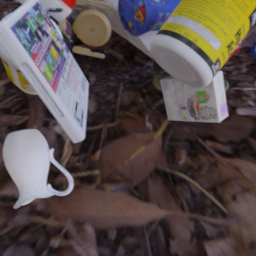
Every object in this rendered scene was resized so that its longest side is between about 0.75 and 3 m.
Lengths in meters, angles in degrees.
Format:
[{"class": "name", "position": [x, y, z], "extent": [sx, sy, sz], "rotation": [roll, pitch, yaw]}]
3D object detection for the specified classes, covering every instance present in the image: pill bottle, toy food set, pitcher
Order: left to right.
[{"class": "pill bottle", "position": [-2.216, -1.568, 6.492], "extent": [1.289, 2.256, 1.289], "rotation": [3, 81, -16]}, {"class": "pitcher", "position": [-1.674, 0.696, 5.211], "extent": [1.146, 0.810, 1.336], "rotation": [-12, 84, -4]}, {"class": "toy food set", "position": [-0.768, -2.137, 5.969], "extent": [0.843, 1.221, 0.245], "rotation": [14, 40, 0]}, {"class": "pill bottle", "position": [1.710, -2.204, 5.580], "extent": [1.437, 1.437, 2.582], "rotation": [35, 87, 27]}]

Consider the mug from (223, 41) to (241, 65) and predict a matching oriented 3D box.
[{"class": "mug", "position": [3.056, -2.694, 9.585], "extent": [1.361, 1.208, 0.908], "rotation": [-10, 13, -14]}]

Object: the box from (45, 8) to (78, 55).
[{"class": "box", "position": [-2.469, -3.181, 9.165], "extent": [1.217, 1.056, 1.991], "rotation": [-13, 54, 26]}]

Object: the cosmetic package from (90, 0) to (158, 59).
[{"class": "cosmetic package", "position": [0.065, -4.050, 9.124], "extent": [1.639, 2.658, 2.666], "rotation": [-47, 58, 6]}]

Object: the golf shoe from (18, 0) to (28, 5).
[{"class": "golf shoe", "position": [-3.467, -4.170, 8.366], "extent": [0.783, 0.644, 1.658], "rotation": [-38, 94, -36]}]

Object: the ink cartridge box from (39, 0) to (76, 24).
[{"class": "ink cartridge box", "position": [-1.471, -2.608, 5.637], "extent": [0.784, 0.681, 0.171], "rotation": [36, 46, -27]}]

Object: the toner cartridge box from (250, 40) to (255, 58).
[{"class": "toner cartridge box", "position": [5.609, -2.331, 9.272], "extent": [1.271, 0.577, 2.675], "rotation": [-34, 56, -25]}]

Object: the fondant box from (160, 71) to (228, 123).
[{"class": "fondant box", "position": [1.632, -0.764, 7.077], "extent": [0.459, 1.137, 1.576], "rotation": [-27, 21, -37]}]

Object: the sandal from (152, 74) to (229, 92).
[{"class": "sandal", "position": [1.902, -1.384, 8.313], "extent": [2.309, 0.623, 0.927], "rotation": [6, 43, -3]}]

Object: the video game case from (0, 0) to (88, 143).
[{"class": "video game case", "position": [-1.147, -0.965, 4.297], "extent": [0.223, 1.771, 1.943], "rotation": [-23, 32, 10]}]

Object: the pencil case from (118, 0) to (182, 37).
[{"class": "pencil case", "position": [1.028, -3.062, 7.393], "extent": [2.820, 1.225, 1.100], "rotation": [-20, 79, -38]}]

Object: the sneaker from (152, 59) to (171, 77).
[{"class": "sneaker", "position": [1.361, -1.706, 7.764], "extent": [2.291, 0.989, 0.920], "rotation": [-24, 68, -46]}]
